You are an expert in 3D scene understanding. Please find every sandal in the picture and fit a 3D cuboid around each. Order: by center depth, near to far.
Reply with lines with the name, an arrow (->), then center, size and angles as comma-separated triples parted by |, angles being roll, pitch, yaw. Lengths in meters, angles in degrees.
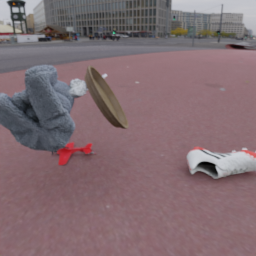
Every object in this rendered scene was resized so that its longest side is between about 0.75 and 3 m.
sandal -> -1.660, -2.280, 14.955 | 1.480, 0.424, 0.567 | -33, 25, 11

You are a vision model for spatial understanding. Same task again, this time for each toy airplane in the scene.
toy airplane -> -2.147, 0.910, 11.033 | 1.791, 0.329, 1.791 | 0, 24, 0

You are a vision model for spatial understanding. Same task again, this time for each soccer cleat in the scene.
soccer cleat -> 3.338, 1.279, 9.535 | 2.659, 0.913, 1.133 | 7, 40, 8

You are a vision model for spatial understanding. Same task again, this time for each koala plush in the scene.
koala plush -> -2.290, -0.659, 8.211 | 2.107, 2.183, 2.376 | -28, 18, 18

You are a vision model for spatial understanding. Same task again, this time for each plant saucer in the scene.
plant saucer -> -0.741, -0.953, 9.352 | 0.355, 2.412, 2.412 | -31, 21, 9
